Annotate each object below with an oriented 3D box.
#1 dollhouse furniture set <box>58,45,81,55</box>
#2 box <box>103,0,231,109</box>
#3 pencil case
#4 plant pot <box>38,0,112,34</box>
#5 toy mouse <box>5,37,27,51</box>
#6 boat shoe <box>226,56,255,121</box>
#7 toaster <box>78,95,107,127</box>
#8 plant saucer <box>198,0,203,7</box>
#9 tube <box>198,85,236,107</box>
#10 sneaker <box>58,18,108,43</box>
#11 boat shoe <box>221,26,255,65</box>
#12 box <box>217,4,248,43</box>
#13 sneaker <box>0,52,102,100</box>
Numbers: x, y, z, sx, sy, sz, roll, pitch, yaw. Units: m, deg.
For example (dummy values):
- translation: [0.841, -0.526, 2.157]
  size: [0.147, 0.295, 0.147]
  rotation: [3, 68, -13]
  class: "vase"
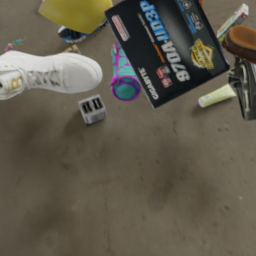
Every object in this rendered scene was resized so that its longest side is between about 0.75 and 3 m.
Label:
- translation: [-2.592, -2.831, 11.464]
  size: [1.247, 0.647, 0.552]
  rotation: [-37, 110, -16]
  class: "dollhouse furniture set"
- translation: [1.006, -2.254, 7.355]
  size: [2.249, 0.651, 2.830]
  rotation: [-27, 96, 7]
  class: "box"
- translation: [-0.110, -1.880, 8.931]
  size: [1.027, 0.946, 2.222]
  rotation: [29, 37, -30]
  class: "pencil case"
- translation: [-1.555, -4.263, 9.470]
  size: [1.735, 2.445, 2.445]
  rotation: [38, 65, -22]
  class: "plant pot"
- translation: [-3.562, -2.574, 8.739]
  size: [0.798, 0.709, 0.154]
  rotation: [-27, 108, 6]
  class: "toy mouse"
- translation: [3.717, -1.682, 8.991]
  size: [0.951, 1.056, 2.988]
  rotation: [-12, 72, 9]
  class: "boat shoe"
- translation: [-1.311, -0.666, 10.346]
  size: [0.879, 0.577, 0.973]
  rotation: [-21, 67, -9]
  class: "toaster"
- translation: [1.184, -4.105, 9.330]
  size: [2.533, 2.533, 0.409]
  rotation: [4, 24, 2]
  class: "plant saucer"
- translation: [3.414, -1.202, 10.753]
  size: [1.453, 0.422, 0.377]
  rotation: [-24, 22, -13]
  class: "tube"
- translation: [-2.028, -4.552, 12.110]
  size: [2.522, 0.945, 1.093]
  rotation: [-35, 63, -24]
  class: "sneaker"
- translation: [3.544, -2.037, 7.493]
  size: [2.109, 0.741, 0.742]
  rotation: [27, 75, 0]
  class: "boat shoe"
- translation: [3.701, -3.705, 9.971]
  size: [0.219, 1.264, 0.696]
  rotation: [30, 50, -12]
  class: "box"
- translation: [-2.242, -1.143, 6.794]
  size: [2.931, 1.080, 1.694]
  rotation: [7, 30, 14]
  class: "sneaker"
